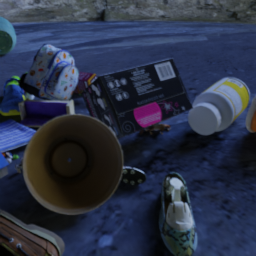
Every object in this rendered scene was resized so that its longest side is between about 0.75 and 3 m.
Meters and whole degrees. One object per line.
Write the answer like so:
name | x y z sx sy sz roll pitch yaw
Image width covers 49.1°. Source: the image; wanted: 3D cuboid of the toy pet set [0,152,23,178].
toy pet set | -3.477 0.868 7.898 1.178 0.626 1.100 14 30 28

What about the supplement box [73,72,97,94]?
supplement box | -2.168 -2.063 12.912 1.507 0.832 0.646 12 47 24

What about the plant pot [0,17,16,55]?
plant pot | -9.946 -6.931 21.514 2.755 2.755 2.211 -14 37 -26

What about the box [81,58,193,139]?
box | 0.268 -0.868 8.899 2.829 1.869 1.623 -21 -2 -31

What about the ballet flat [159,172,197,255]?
ballet flat | 1.029 1.721 6.067 0.796 0.796 2.144 0 27 -1

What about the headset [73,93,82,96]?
headset | -2.318 -2.045 14.049 1.049 0.798 1.699 -10 43 -11

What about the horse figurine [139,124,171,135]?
horse figurine | 0.974 0.015 9.982 1.185 0.296 0.785 -2 21 2

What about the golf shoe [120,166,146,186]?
golf shoe | -0.111 1.177 7.473 1.260 0.487 0.555 6 20 12

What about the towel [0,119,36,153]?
towel | -4.096 0.218 9.390 2.191 0.261 1.586 16 29 39

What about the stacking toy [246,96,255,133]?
stacking toy | 5.438 -0.185 8.868 2.048 2.048 2.803 -20 43 -35

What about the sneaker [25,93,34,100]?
sneaker | -4.511 -1.765 12.914 0.385 0.453 1.024 7 65 -17

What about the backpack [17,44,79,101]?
backpack | -3.110 -2.222 11.639 1.791 2.214 2.325 15 -2 8

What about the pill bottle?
pill bottle | 3.269 -0.772 10.166 1.494 1.494 2.667 19 36 34

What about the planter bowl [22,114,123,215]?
planter bowl | -1.358 0.800 6.725 2.168 2.168 1.459 -9 2 -18

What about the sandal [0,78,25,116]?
sandal | -4.834 -1.303 11.694 1.036 1.135 2.607 -6 28 -21

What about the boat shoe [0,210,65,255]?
boat shoe | -2.362 2.111 5.160 2.283 0.821 0.776 8 26 16

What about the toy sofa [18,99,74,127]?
toy sofa | -3.081 -0.557 10.552 1.988 0.823 0.970 3 26 7

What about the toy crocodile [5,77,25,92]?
toy crocodile | -5.006 -2.228 14.070 0.948 0.867 2.808 8 23 15
